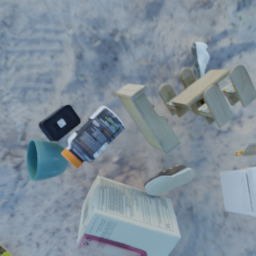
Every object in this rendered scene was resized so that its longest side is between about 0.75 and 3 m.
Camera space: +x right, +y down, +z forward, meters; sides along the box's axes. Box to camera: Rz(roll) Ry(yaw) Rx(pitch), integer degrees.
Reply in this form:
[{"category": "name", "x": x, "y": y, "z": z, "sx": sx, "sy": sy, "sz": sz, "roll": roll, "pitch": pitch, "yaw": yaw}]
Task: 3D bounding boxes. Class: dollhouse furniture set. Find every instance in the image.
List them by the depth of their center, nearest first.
[{"category": "dollhouse furniture set", "x": 1.459, "y": -0.990, "z": 7.935, "sx": 2.890, "sy": 2.533, "sz": 1.920, "roll": -38, "pitch": 110, "yaw": -10}]

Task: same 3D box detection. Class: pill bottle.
[{"category": "pill bottle", "x": -0.917, "y": 0.275, "z": 7.049, "sx": 0.850, "sy": 0.850, "sz": 1.601, "roll": 44, "pitch": 78, "yaw": 4}]

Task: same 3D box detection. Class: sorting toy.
[{"category": "sorting toy", "x": 3.234, "y": 0.491, "z": 7.161, "sx": 1.068, "sy": 0.602, "sz": 0.146, "roll": -10, "pitch": 53, "yaw": -5}]

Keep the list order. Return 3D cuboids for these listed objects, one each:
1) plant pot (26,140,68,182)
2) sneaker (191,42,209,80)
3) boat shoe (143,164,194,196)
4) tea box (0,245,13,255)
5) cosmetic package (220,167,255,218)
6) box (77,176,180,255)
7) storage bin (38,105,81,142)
[{"category": "plant pot", "x": -2.246, "y": 0.892, "z": 7.870, "sx": 0.920, "sy": 1.147, "sz": 1.147, "roll": 1, "pitch": 82, "yaw": -34}, {"category": "sneaker", "x": 2.565, "y": -2.293, "z": 9.697, "sx": 0.557, "sy": 0.489, "sz": 1.390, "roll": -5, "pitch": 91, "yaw": -15}, {"category": "boat shoe", "x": 1.195, "y": 1.568, "z": 8.664, "sx": 1.756, "sy": 0.523, "sz": 0.631, "roll": -16, "pitch": 118, "yaw": -23}, {"category": "tea box", "x": -4.019, "y": 4.303, "z": 8.772, "sx": 0.892, "sy": 0.877, "sz": 0.596, "roll": 41, "pitch": 85, "yaw": 4}, {"category": "cosmetic package", "x": 3.822, "y": 1.626, "z": 7.432, "sx": 1.977, "sy": 1.983, "sz": 1.219, "roll": -4, "pitch": 80, "yaw": -5}, {"category": "box", "x": -0.019, "y": 2.679, "z": 8.065, "sx": 2.504, "sy": 1.601, "sz": 1.364, "roll": 21, "pitch": 114, "yaw": -13}, {"category": "storage bin", "x": -1.841, "y": -0.127, "z": 7.560, "sx": 0.948, "sy": 0.445, "sz": 0.641, "roll": -42, "pitch": 109, "yaw": -27}]
